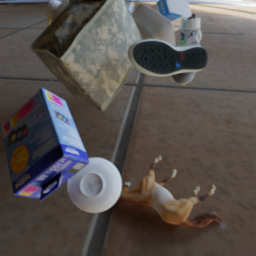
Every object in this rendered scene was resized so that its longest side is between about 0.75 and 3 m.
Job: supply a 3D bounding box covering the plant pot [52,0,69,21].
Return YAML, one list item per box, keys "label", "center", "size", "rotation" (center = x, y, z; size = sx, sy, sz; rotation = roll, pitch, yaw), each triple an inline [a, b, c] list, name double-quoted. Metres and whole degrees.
- label: "plant pot"
  center: [-1.216, -3.234, 10.191]
  size: [1.866, 2.780, 2.780]
  rotation: [28, 40, 17]

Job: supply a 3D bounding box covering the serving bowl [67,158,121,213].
- label: "serving bowl"
  center: [-0.585, 0.955, 4.690]
  size: [0.933, 0.933, 0.307]
  rotation: [2, -11, 3]

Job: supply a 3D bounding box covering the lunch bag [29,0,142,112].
- label: "lunch bag"
  center: [-0.889, -2.414, 8.076]
  size: [1.703, 2.376, 2.897]
  rotation: [27, 75, 36]

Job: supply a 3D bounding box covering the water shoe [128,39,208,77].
- label: "water shoe"
  center: [1.035, -1.914, 8.026]
  size: [2.648, 0.947, 1.045]
  rotation: [-3, 8, -29]

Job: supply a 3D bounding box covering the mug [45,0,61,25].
- label: "mug"
  center: [-2.632, -4.212, 10.576]
  size: [0.950, 1.157, 0.926]
  rotation: [24, 20, -23]

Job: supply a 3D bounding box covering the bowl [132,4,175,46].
- label: "bowl"
  center: [0.778, -3.117, 9.501]
  size: [0.636, 1.705, 1.702]
  rotation: [-40, 63, -10]

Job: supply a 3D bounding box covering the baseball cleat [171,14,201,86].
- label: "baseball cleat"
  center: [2.026, -2.936, 10.016]
  size: [0.983, 1.500, 2.818]
  rotation: [3, 57, 18]

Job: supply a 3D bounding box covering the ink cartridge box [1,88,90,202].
- label: "ink cartridge box"
  center: [-1.381, 0.367, 4.619]
  size: [1.152, 0.645, 1.689]
  rotation: [-38, 59, 16]

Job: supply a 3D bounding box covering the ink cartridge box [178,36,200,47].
- label: "ink cartridge box"
  center: [2.128, -2.600, 9.452]
  size: [0.599, 0.346, 0.820]
  rotation: [-20, 76, 4]

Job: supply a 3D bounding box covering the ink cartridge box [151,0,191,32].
- label: "ink cartridge box"
  center: [1.461, -4.565, 11.983]
  size: [1.488, 0.859, 2.038]
  rotation: [-7, -10, -40]

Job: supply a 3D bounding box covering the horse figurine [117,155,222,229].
- label: "horse figurine"
  center: [0.975, 1.633, 6.683]
  size: [2.442, 0.610, 1.619]
  rotation: [30, 52, 32]
